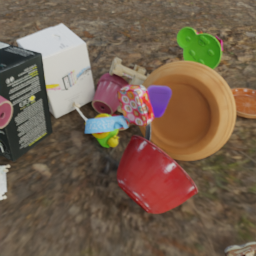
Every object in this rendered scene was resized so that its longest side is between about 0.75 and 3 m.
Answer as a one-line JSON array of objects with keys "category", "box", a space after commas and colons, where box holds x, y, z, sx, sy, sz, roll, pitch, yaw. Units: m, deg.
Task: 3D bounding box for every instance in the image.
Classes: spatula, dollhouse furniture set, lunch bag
[{"category": "spatula", "box": [0.435, 0.273, 6.789, 0.787, 2.785, 0.286, 9, -6, 40]}, {"category": "dollhouse furniture set", "box": [-0.065, -1.501, 9.682, 1.428, 1.220, 2.755, 22, 19, -12]}, {"category": "lunch bag", "box": [0.190, -0.455, 5.753, 0.748, 0.849, 0.348, 12, 39, 44]}]

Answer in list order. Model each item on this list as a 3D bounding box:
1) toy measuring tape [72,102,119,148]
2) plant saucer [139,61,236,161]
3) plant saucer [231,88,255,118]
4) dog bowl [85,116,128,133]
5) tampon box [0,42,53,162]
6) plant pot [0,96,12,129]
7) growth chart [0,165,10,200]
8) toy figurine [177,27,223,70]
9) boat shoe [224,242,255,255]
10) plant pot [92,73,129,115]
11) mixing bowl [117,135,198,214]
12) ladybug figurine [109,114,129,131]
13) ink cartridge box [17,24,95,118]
[{"category": "toy measuring tape", "box": [-0.966, -0.296, 8.964, 0.873, 0.873, 2.372, -23, 53, -26]}, {"category": "plant saucer", "box": [1.416, -0.379, 7.623, 2.802, 2.802, 0.524, 20, 23, 23]}, {"category": "plant saucer", "box": [4.365, -0.891, 10.303, 1.775, 0.286, 1.775, -1, 40, 0]}, {"category": "dog bowl", "box": [-0.466, -0.083, 6.022, 0.633, 0.282, 1.137, -4, 3, 31]}, {"category": "tampon box", "box": [-3.607, -0.814, 8.058, 2.029, 2.707, 1.709, 20, 39, 21]}, {"category": "plant pot", "box": [-2.827, -0.381, 5.558, 0.821, 0.917, 0.917, 18, 42, 9]}, {"category": "growth chart", "box": [-3.637, 1.492, 7.394, 0.912, 0.112, 1.260, -5, 41, -16]}, {"category": "toy figurine", "box": [2.525, -2.739, 9.367, 1.621, 1.217, 1.492, 46, 38, 5]}, {"category": "boat shoe", "box": [2.496, 2.657, 5.937, 0.852, 0.322, 0.306, -11, 43, 1]}, {"category": "plant pot", "box": [-0.659, -1.093, 9.910, 1.270, 1.270, 1.137, 16, 57, 19]}, {"category": "mixing bowl", "box": [0.465, 1.235, 6.511, 1.088, 2.008, 2.008, -46, 54, -13]}, {"category": "ladybug figurine", "box": [-0.376, -0.211, 9.363, 0.895, 0.322, 0.607, 15, 50, 21]}, {"category": "ink cartridge box", "box": [-2.417, -1.977, 9.725, 1.718, 2.375, 1.749, -30, 51, -22]}]
